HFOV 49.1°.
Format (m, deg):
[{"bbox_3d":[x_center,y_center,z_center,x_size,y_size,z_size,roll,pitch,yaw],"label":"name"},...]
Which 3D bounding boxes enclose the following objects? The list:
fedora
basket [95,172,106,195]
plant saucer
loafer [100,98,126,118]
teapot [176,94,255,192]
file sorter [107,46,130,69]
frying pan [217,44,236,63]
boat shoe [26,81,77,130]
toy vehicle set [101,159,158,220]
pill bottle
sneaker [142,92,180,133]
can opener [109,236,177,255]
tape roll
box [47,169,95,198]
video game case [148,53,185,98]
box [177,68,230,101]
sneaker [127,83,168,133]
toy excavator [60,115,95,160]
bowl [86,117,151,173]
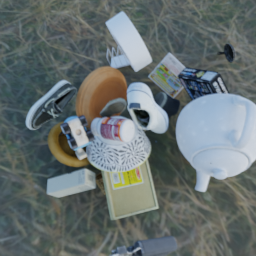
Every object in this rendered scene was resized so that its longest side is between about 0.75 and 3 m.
[{"bbox_3d":[-1.866,0.630,9.163,1.815,0.740,1.815,23,42,-23],"label":"fedora"},{"bbox_3d":[-0.591,1.558,9.136,1.000,0.714,0.745,-31,68,-15],"label":"basket"},{"bbox_3d":[-0.774,-0.942,9.500,0.417,2.228,2.228,28,65,36],"label":"plant saucer"},{"bbox_3d":[-0.403,-0.582,7.644,0.399,1.053,0.360,38,52,-23],"label":"loafer"},{"bbox_3d":[2.658,0.477,8.083,2.745,2.781,2.031,-18,45,34],"label":"teapot"},{"bbox_3d":[-0.314,-2.893,11.230,0.984,0.612,0.682,-11,50,15],"label":"file sorter"},{"bbox_3d":[4.019,-2.939,11.316,0.208,1.281,0.775,-18,84,-2],"label":"frying pan"},{"bbox_3d":[-2.280,-0.619,8.331,0.581,0.645,1.825,36,83,32],"label":"boat shoe"},{"bbox_3d":[-0.039,1.477,8.675,1.471,0.314,2.368,-7,76,-20],"label":"toy vehicle set"},{"bbox_3d":[-0.435,0.029,7.605,1.115,0.611,0.611,7,59,34],"label":"pill bottle"},{"bbox_3d":[1.041,-0.354,9.624,0.921,1.735,0.649,16,34,-35],"label":"sneaker"},{"bbox_3d":[0.330,3.219,6.823,2.418,0.645,0.809,11,45,-40],"label":"can opener"},{"bbox_3d":[0.022,-2.776,9.122,0.651,1.860,1.860,-33,66,6],"label":"tape roll"},{"bbox_3d":[-1.776,1.744,8.747,1.484,0.610,0.508,-17,59,22],"label":"box"},{"bbox_3d":[1.624,-1.955,10.611,1.291,0.148,1.175,40,99,-12],"label":"video game case"},{"bbox_3d":[2.707,-0.994,9.313,0.478,2.078,1.652,-43,29,-8],"label":"box"},{"bbox_3d":[0.498,-0.293,7.869,0.843,2.308,0.817,0,63,29],"label":"sneaker"},{"bbox_3d":[-1.422,0.316,7.946,0.678,1.357,1.319,-26,100,-17],"label":"toy excavator"},{"bbox_3d":[-0.346,0.290,8.656,2.066,0.970,2.066,-3,40,2],"label":"bowl"}]
